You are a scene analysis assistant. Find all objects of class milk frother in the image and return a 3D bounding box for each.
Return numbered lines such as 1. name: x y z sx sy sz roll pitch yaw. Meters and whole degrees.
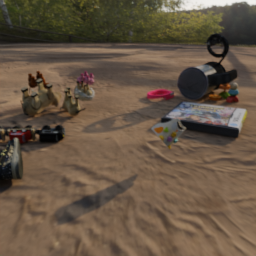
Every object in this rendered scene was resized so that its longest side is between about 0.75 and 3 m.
1. milk frother: 3.750 -3.005 13.596 2.367 2.623 2.467 -24 1 42

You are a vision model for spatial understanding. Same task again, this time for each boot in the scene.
1. boot: -3.323 0.815 6.855 1.362 0.651 1.804 -10 23 -19

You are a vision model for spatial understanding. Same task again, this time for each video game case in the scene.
1. video game case: 2.880 -0.404 10.420 2.655 0.339 2.400 11 24 25

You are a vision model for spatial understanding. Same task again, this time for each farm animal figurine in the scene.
1. farm animal figurine: -2.778 -1.259 11.533 2.778 1.397 2.243 2 40 -4

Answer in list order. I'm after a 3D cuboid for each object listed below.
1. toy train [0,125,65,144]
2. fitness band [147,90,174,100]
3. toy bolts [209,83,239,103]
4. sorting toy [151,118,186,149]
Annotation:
1. toy train: -3.350 0.234 8.672 2.755 0.470 0.631 -1 33 -5
2. fitness band: 1.598 -1.626 13.734 1.086 0.283 1.513 14 24 38
3. toy bolts: 4.542 -1.743 13.124 1.223 0.888 1.280 -10 23 -23
4. sorting toy: 1.113 0.107 7.123 0.686 0.762 0.407 -41 33 3
